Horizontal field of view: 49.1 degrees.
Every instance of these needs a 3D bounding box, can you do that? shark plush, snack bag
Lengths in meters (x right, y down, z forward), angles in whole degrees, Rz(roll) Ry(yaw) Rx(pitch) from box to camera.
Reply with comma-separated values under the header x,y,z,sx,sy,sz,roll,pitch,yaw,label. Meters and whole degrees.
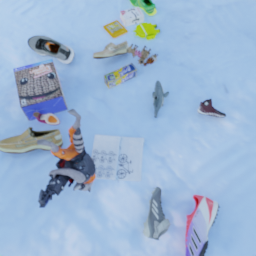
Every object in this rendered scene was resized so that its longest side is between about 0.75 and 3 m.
x,y,z,sx,sy,sz,roll,pitch,yaw,label
1.114,-1.124,11.316,0.696,0.638,1.532,14,69,23,shark plush
-0.378,1.091,10.261,1.958,0.210,1.846,5,59,3,snack bag

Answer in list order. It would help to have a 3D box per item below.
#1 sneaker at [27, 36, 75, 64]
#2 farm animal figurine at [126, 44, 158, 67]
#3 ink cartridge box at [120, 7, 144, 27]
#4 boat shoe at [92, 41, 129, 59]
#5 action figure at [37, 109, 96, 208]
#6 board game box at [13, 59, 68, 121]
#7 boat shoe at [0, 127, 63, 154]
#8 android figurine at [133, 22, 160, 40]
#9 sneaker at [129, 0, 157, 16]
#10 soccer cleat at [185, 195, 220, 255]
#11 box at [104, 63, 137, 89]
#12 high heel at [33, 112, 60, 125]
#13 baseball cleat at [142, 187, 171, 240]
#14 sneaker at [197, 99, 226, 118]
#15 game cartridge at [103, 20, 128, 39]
x,y,z,sx,sy,sz,roll,pitch,yaw,label
-3.540,-3.632,12.393,2.486,0.986,0.919,23,91,23,sneaker
0.581,-3.186,12.405,1.271,0.663,1.257,39,39,1,farm animal figurine
0.200,-5.580,14.050,1.037,0.440,0.755,-18,61,-13,ink cartridge box
-0.776,-3.470,12.428,1.863,0.672,0.605,-20,105,-27,boat shoe
-1.727,1.147,8.487,1.391,2.572,2.659,-1,40,21,action figure
-3.545,-1.557,11.346,1.634,0.993,2.050,-18,61,-9,board game box
-3.574,0.353,10.209,2.280,0.868,0.817,-6,31,-9,boat shoe
0.880,-4.728,13.632,1.283,0.264,1.168,-17,61,-15,android figurine
0.788,-6.503,14.400,1.825,0.763,0.676,40,68,21,sneaker
2.073,3.195,8.669,0.868,0.809,2.371,26,58,9,soccer cleat
-0.322,-2.238,12.047,1.418,0.497,0.456,-28,66,-15,box
-3.008,-0.271,10.695,1.269,0.609,0.427,11,72,22,high heel
1.018,2.752,9.024,0.873,0.572,1.640,6,68,27,baseball cleat
3.352,-0.796,11.052,1.146,0.434,0.662,10,99,-2,sneaker
-0.629,-4.862,13.791,0.858,0.158,0.973,-31,63,-17,game cartridge
